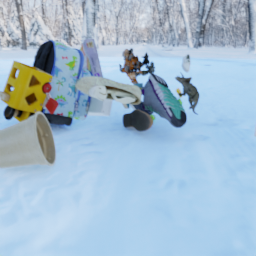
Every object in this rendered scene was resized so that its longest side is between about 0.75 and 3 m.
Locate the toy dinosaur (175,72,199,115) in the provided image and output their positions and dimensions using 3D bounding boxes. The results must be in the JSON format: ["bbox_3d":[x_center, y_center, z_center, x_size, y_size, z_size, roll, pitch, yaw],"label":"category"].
[{"bbox_3d":[2.179,-1.155,9.554,0.602,1.564,0.800,-20,26,50],"label":"toy dinosaur"}]

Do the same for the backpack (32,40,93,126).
[{"bbox_3d":[-2.678,-1.717,10.933,2.195,2.987,2.733,7,7,-36],"label":"backpack"}]

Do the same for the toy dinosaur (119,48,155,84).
[{"bbox_3d":[0.361,-2.876,13.473,1.583,1.192,2.333,-21,-19,-4],"label":"toy dinosaur"}]

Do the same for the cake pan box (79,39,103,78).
[{"bbox_3d":[-1.715,-2.782,12.605,0.495,1.893,1.743,-14,1,-19],"label":"cake pan box"}]

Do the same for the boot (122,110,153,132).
[{"bbox_3d":[0.497,-0.291,9.967,0.766,0.748,2.031,-4,5,-21],"label":"boot"}]

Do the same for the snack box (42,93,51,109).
[{"bbox_3d":[-2.754,-1.202,8.969,0.143,0.424,1.179,-1,57,-48],"label":"snack box"}]

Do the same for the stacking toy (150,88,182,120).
[{"bbox_3d":[1.595,-1.021,11.865,1.400,0.436,1.857,-29,13,21],"label":"stacking toy"}]

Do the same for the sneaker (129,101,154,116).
[{"bbox_3d":[0.537,-1.034,11.040,0.523,1.375,0.994,-22,-15,-41],"label":"sneaker"}]

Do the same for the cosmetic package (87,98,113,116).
[{"bbox_3d":[-1.380,-0.933,11.639,1.430,0.807,0.580,6,-9,36],"label":"cosmetic package"}]

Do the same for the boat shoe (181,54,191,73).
[{"bbox_3d":[2.069,-2.314,9.904,0.304,0.276,0.828,17,49,-19],"label":"boat shoe"}]

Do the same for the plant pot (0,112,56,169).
[{"bbox_3d":[-2.733,0.442,7.200,1.322,1.444,1.444,-14,19,0],"label":"plant pot"}]

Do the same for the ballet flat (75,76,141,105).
[{"bbox_3d":[-0.592,-1.199,9.258,2.274,0.767,0.709,5,48,-16],"label":"ballet flat"}]

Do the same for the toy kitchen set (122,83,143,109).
[{"bbox_3d":[0.183,-1.247,10.517,0.738,0.921,0.543,-2,-17,12],"label":"toy kitchen set"}]

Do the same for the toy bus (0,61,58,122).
[{"bbox_3d":[-3.238,-0.900,8.421,2.082,2.207,1.140,-27,-23,31],"label":"toy bus"}]

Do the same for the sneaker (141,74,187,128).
[{"bbox_3d":[1.114,-0.720,9.714,0.969,1.140,2.605,21,33,-34],"label":"sneaker"}]

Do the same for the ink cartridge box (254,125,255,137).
[{"bbox_3d":[4.962,-0.079,8.798,0.761,1.298,1.772,-7,19,-22],"label":"ink cartridge box"}]
